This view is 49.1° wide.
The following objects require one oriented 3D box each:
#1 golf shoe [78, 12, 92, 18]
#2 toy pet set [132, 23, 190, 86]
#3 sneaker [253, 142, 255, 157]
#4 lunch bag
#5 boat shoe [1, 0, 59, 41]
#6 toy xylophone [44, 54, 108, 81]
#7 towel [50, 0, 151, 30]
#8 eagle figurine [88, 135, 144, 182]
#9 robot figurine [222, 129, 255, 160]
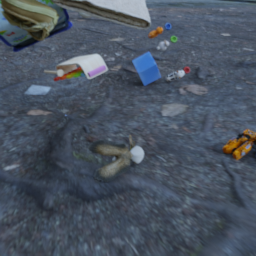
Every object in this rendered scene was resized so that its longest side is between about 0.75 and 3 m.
[{"bbox_3d":[-0.835,-5.031,10.355,2.741,1.073,1.333,-36,38,18],"label":"golf shoe"},{"bbox_3d":[1.278,-2.872,11.456,2.125,2.276,1.209,-26,8,6],"label":"toy pet set"},{"bbox_3d":[3.497,0.622,7.221,0.470,0.451,1.198,-4,29,2],"label":"sneaker"},{"bbox_3d":[-3.133,-3.610,9.050,2.249,1.686,2.645,-26,3,-5],"label":"lunch bag"},{"bbox_3d":[-2.181,-2.413,6.263,0.981,0.846,2.689,24,12,-14],"label":"boat shoe"},{"bbox_3d":[-1.313,-1.397,6.765,1.197,0.411,1.636,-29,24,-23],"label":"toy xylophone"},{"bbox_3d":[-0.736,-3.632,7.284,2.785,0.480,1.846,7,61,-24],"label":"towel"},{"bbox_3d":[-0.279,0.725,6.781,1.171,0.884,0.888,-8,40,-34],"label":"eagle figurine"},{"bbox_3d":[3.047,0.405,7.410,1.006,0.293,0.729,-36,35,-11],"label":"robot figurine"}]
